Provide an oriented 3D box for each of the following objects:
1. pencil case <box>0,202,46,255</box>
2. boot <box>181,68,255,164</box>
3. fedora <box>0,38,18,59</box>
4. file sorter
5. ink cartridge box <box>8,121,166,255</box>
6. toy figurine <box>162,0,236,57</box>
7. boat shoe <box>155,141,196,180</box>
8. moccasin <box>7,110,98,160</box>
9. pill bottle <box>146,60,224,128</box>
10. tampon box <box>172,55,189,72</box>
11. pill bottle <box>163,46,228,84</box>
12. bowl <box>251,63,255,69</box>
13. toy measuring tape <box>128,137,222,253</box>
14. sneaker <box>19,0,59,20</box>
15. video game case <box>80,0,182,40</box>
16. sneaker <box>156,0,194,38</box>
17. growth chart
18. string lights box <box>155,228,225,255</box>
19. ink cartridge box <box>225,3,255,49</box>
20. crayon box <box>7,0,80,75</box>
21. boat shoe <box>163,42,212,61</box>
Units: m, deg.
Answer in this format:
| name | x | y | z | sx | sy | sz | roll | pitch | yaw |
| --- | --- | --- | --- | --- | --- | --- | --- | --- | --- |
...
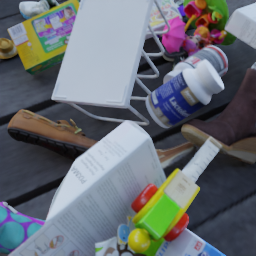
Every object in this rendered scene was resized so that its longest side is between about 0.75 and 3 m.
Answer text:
| name | x | y | z | sx | sy | sz | roll | pitch | yaw |
| --- | --- | --- | --- | --- | --- | --- | --- | --- | --- |
| pencil case | -1.803 | 2.046 | 5.336 | 1.877 | 0.799 | 0.867 | 18 | 91 | -2 |
| boot | 2.355 | -0.396 | 6.288 | 2.423 | 0.877 | 2.016 | 19 | 87 | -30 |
| fedora | -3.835 | -2.542 | 8.752 | 0.845 | 0.345 | 0.845 | 0 | 57 | 0 |
| file sorter | -0.233 | -1.597 | 6.689 | 1.875 | 1.683 | 2.702 | 8 | 78 | 28 |
| ink cartridge box | -0.568 | 1.663 | 4.878 | 2.983 | 2.424 | 0.851 | -35 | 43 | -13 |
| toy figurine | 1.799 | -2.612 | 7.779 | 1.970 | 1.479 | 1.813 | 48 | 70 | -6 |
| boat shoe | 0.471 | 0.808 | 6.323 | 2.356 | 0.892 | 0.846 | -23 | 58 | -18 |
| moccasin | -1.609 | 0.151 | 6.721 | 2.347 | 0.858 | 0.906 | 16 | 58 | 5 |
| pill bottle | 1.133 | -0.677 | 5.666 | 1.433 | 0.829 | 0.829 | -35 | 54 | 28 |
| tampon box | 1.770 | -1.366 | 7.767 | 0.879 | 0.741 | 1.173 | -5 | 58 | -3 |
| pill bottle | 1.627 | -1.314 | 6.787 | 1.458 | 0.845 | 0.845 | -33 | 63 | -20 |
| bowl | 4.796 | -1.521 | 7.590 | 2.609 | 1.224 | 2.609 | -1 | 57 | 1 |
| toy measuring tape | 0.764 | 1.070 | 4.665 | 0.914 | 0.914 | 2.485 | 33 | 50 | 19 |
| sneaker | -2.762 | -3.973 | 9.321 | 2.158 | 0.935 | 0.809 | 23 | 62 | 15 |
| video game case | -0.097 | -3.675 | 8.978 | 2.970 | 0.340 | 2.703 | -19 | 57 | 6 |
| sneaker | 1.672 | -3.475 | 9.131 | 0.995 | 0.695 | 2.000 | 38 | 65 | 20 |
| growth chart | 0.106 | 2.460 | 4.384 | 2.762 | 0.245 | 1.999 | -15 | 89 | -44 |
| string lights box | 1.293 | 2.491 | 4.700 | 1.859 | 0.548 | 0.955 | 38 | 82 | -21 |
| ink cartridge box | 4.072 | -2.312 | 7.140 | 2.074 | 0.728 | 2.552 | -30 | 68 | -36 |
| crayon box | -2.130 | -2.607 | 8.070 | 2.189 | 0.638 | 1.300 | -25 | 87 | -1 |
| boat shoe | 1.849 | -2.501 | 8.611 | 1.636 | 0.530 | 0.588 | -14 | 59 | -8 |
